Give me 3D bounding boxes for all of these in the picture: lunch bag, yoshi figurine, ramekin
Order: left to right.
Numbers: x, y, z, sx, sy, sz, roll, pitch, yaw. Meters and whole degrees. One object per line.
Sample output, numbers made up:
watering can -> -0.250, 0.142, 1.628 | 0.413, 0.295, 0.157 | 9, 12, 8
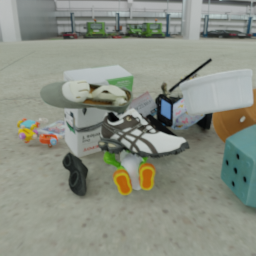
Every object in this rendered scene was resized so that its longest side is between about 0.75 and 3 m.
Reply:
yoshi figurine -> 0.114, 0.718, 7.554 | 1.296, 1.291, 2.305 | 33, 15, -11
lunch bag -> 1.999, -0.455, 10.390 | 1.242, 0.790, 1.053 | -34, 23, -2
ramekin -> 2.472, -0.918, 7.793 | 1.955, 0.953, 1.955 | -9, 0, 0

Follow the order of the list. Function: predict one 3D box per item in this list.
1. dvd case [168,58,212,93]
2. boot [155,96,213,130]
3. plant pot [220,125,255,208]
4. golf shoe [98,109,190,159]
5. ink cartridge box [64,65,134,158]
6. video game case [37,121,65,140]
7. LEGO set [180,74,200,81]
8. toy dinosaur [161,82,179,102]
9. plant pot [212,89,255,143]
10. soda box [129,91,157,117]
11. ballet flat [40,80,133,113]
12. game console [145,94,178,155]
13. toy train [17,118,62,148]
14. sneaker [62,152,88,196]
dvd case -> 3.287, -2.773, 15.082 | 2.415, 0.212, 1.723 | -37, 1, -1
boot -> 2.237, -0.706, 11.778 | 2.280, 1.036, 2.713 | 5, 18, 5
plant pot -> 3.826, 0.887, 6.850 | 2.687, 1.899, 1.898 | -4, 23, -11
golf shoe -> 0.292, 0.111, 6.869 | 2.430, 1.148, 0.945 | 4, 7, 28
ink cartridge box -> -1.009, -0.546, 9.218 | 1.953, 2.674, 1.127 | -15, 39, -29
video game case -> -2.725, 0.063, 11.135 | 1.188, 0.150, 1.304 | 13, 26, 28
LEGO set -> 4.005, -3.348, 18.479 | 1.034, 0.779, 1.344 | 16, 28, 34
toy dinosaur -> 1.637, -0.977, 11.175 | 0.750, 1.701, 0.404 | 6, 13, 19
plant pot -> 4.034, -0.373, 9.269 | 2.004, 1.403, 2.004 | 5, 64, -11
soda box -> 0.530, -0.718, 10.653 | 0.817, 0.879, 2.570 | -31, 1, 1
ballet flat -> -0.965, -0.894, 7.144 | 2.405, 0.811, 0.766 | 5, -26, -29
game console -> 1.080, -0.258, 8.792 | 0.271, 1.326, 2.248 | -31, 35, 36
toy train -> -3.266, 0.232, 10.127 | 1.417, 0.525, 1.887 | 0, 25, -30
sneaker -> -1.302, 1.241, 7.547 | 0.623, 0.522, 1.374 | 28, 26, -44
